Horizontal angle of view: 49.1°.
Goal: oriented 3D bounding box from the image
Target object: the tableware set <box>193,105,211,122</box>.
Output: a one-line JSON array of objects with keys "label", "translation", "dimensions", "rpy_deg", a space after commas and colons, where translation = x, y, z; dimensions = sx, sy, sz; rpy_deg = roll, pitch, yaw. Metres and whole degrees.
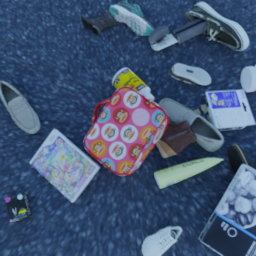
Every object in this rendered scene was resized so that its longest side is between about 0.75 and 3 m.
[{"label": "tableware set", "translation": [2.834, -0.468, 10.488], "dimensions": [0.704, 0.098, 0.843], "rpy_deg": [-22, 70, -7]}]

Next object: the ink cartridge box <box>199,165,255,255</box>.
[{"label": "ink cartridge box", "translation": [4.042, 2.989, 8.403], "dimensions": [2.789, 0.605, 2.763], "rpy_deg": [30, 88, 11]}]

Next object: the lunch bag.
[{"label": "lunch bag", "translation": [-0.210, 0.028, 9.396], "dimensions": [2.362, 1.099, 2.682], "rpy_deg": [37, 92, 17]}]

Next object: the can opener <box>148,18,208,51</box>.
[{"label": "can opener", "translation": [2.048, -3.931, 11.384], "dimensions": [2.547, 0.852, 0.679], "rpy_deg": [-26, 50, -2]}]

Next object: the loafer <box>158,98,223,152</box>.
[{"label": "loafer", "translation": [2.216, -0.228, 9.925], "dimensions": [2.684, 0.936, 0.938], "rpy_deg": [37, 71, 14]}]

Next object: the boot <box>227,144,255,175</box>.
[{"label": "boot", "translation": [4.424, 1.364, 9.442], "dimensions": [1.475, 0.826, 2.133], "rpy_deg": [-22, 82, -14]}]

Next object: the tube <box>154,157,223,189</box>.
[{"label": "tube", "translation": [2.001, 1.389, 9.403], "dimensions": [2.246, 0.583, 0.652], "rpy_deg": [-19, 41, -3]}]

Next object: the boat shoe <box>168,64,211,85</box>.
[{"label": "boat shoe", "translation": [2.386, -2.022, 10.833], "dimensions": [1.712, 0.545, 0.605], "rpy_deg": [16, 71, -18]}]

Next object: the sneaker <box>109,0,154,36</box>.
[{"label": "sneaker", "translation": [0.295, -4.781, 11.895], "dimensions": [2.197, 0.852, 1.002], "rpy_deg": [38, 69, 13]}]

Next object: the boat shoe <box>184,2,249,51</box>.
[{"label": "boat shoe", "translation": [3.547, -4.000, 11.492], "dimensions": [0.939, 1.042, 2.948], "rpy_deg": [-35, 64, -14]}]

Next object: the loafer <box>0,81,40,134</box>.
[{"label": "loafer", "translation": [-4.041, -0.757, 10.209], "dimensions": [0.819, 0.817, 2.342], "rpy_deg": [-39, 73, -14]}]

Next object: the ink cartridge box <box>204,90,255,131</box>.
[{"label": "ink cartridge box", "translation": [3.742, -0.666, 10.400], "dimensions": [1.541, 0.334, 1.527], "rpy_deg": [-5, 67, -7]}]

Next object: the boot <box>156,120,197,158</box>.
[{"label": "boot", "translation": [1.452, 0.092, 9.703], "dimensions": [1.363, 0.593, 1.638], "rpy_deg": [-35, 74, 19]}]

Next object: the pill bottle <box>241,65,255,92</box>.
[{"label": "pill bottle", "translation": [5.389, -1.924, 10.522], "dimensions": [1.980, 1.146, 1.146], "rpy_deg": [-8, 68, -2]}]

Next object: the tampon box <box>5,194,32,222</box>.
[{"label": "tampon box", "translation": [-3.514, 2.567, 8.996], "dimensions": [0.564, 0.475, 0.752], "rpy_deg": [-18, 74, -6]}]

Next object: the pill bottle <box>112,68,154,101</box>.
[{"label": "pill bottle", "translation": [0.207, -1.436, 10.461], "dimensions": [0.872, 0.872, 1.595], "rpy_deg": [-40, 73, -15]}]

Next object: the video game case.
[{"label": "video game case", "translation": [-2.173, 1.255, 9.446], "dimensions": [2.093, 0.189, 1.499], "rpy_deg": [38, 95, 15]}]

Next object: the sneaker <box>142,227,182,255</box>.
[{"label": "sneaker", "translation": [0.992, 3.330, 8.188], "dimensions": [1.578, 0.635, 0.603], "rpy_deg": [-21, 80, -53]}]

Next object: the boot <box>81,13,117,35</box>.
[{"label": "boot", "translation": [-1.264, -4.618, 12.058], "dimensions": [1.292, 0.447, 1.124], "rpy_deg": [42, 67, 12]}]
